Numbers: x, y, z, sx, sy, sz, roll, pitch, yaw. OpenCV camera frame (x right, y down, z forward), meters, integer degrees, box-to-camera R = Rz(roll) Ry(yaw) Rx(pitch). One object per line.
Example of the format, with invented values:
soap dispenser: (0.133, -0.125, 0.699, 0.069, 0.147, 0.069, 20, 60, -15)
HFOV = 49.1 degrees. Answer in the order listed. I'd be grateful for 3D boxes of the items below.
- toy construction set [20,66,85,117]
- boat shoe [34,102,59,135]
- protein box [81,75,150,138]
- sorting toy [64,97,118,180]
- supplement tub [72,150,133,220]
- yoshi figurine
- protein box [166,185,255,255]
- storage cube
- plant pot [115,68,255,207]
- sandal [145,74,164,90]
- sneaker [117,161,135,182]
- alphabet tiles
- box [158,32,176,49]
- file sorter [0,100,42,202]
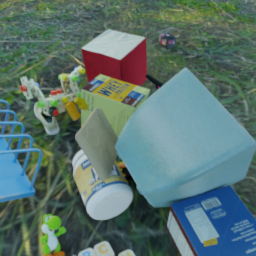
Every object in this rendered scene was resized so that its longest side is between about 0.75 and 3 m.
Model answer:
toy construction set: (-2.614, -1.325, 10.208, 2.448, 1.605, 1.127, -17, 25, -37)
boat shoe: (-3.111, -0.523, 10.703, 0.687, 0.592, 1.908, -22, 48, -23)
protein box: (-0.469, -0.512, 9.611, 1.913, 1.899, 1.291, 20, 39, 17)
sorting toy: (-0.919, 0.125, 7.399, 0.285, 2.128, 1.586, -19, 22, 24)
supplement tub: (-0.794, 1.511, 7.999, 1.320, 1.320, 1.825, -18, 46, -18)
yoshi figurine: (-1.881, 2.693, 6.996, 0.615, 0.617, 1.098, -13, 71, -4)
protein box: (2.144, 2.663, 6.865, 1.761, 1.197, 1.774, -14, 45, -14)
storage cube: (-0.498, -2.693, 11.883, 1.938, 2.038, 2.267, 22, 51, 25)
plant pot: (1.246, 0.641, 7.406, 2.666, 2.610, 2.617, -32, 59, -2)
sandal: (1.243, -1.494, 10.729, 1.533, 0.576, 0.345, 34, 88, -3)
sneaker: (0.404, 1.394, 8.767, 1.634, 0.571, 0.735, -7, 55, -4)
alphabet tiles: (-0.583, 3.641, 6.371, 2.106, 0.154, 2.060, -16, 41, -25)
box: (2.141, -4.808, 15.357, 0.567, 0.492, 0.928, -22, 48, -22)
file sorter: (-3.850, 0.536, 7.800, 1.890, 1.671, 2.723, -1, 34, -45)
